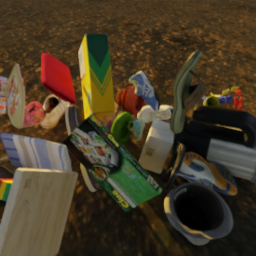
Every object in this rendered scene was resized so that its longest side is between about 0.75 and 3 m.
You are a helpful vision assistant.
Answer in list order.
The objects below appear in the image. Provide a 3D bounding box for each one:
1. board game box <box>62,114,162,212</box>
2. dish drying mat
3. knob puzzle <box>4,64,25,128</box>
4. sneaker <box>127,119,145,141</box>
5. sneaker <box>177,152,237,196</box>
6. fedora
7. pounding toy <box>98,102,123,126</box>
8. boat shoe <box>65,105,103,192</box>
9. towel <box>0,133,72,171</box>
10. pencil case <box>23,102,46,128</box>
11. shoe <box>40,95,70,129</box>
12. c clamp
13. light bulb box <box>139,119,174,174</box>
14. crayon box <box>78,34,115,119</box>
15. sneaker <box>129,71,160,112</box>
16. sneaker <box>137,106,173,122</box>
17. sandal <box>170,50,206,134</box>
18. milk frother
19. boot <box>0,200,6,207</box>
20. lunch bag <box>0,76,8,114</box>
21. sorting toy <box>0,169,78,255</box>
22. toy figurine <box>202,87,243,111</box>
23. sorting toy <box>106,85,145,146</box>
[{"bbox_3d":[-0.461,0.964,7.236,2.585,1.354,0.303,48,35,-5],"label":"board game box"},{"bbox_3d":[-2.226,-1.610,8.717,1.086,0.257,2.827,34,17,-31],"label":"dish drying mat"},{"bbox_3d":[-3.240,-0.772,8.268,0.257,1.850,1.850,-4,31,-38],"label":"knob puzzle"},{"bbox_3d":[0.196,0.092,9.896,0.611,0.935,0.372,-7,38,-28],"label":"sneaker"},{"bbox_3d":[2.205,1.413,8.084,1.908,0.841,0.718,33,44,-5],"label":"sneaker"},{"bbox_3d":[1.716,2.279,7.130,1.625,0.829,1.837,-6,34,-9],"label":"fedora"},{"bbox_3d":[-0.858,-0.487,10.457,1.525,0.698,1.340,-12,50,36],"label":"pounding toy"},{"bbox_3d":[-1.083,0.513,8.211,0.831,2.649,0.962,-17,2,10],"label":"boat shoe"},{"bbox_3d":[-2.410,0.815,7.456,1.890,1.388,0.225,10,42,12],"label":"towel"},{"bbox_3d":[-3.260,-0.399,9.030,0.728,0.696,1.682,-32,16,-35],"label":"pencil case"},{"bbox_3d":[-3.038,-0.941,11.755,0.885,0.676,2.531,2,36,3],"label":"shoe"},{"bbox_3d":[-3.205,0.988,8.636,2.338,0.371,2.737,34,32,22],"label":"c clamp"},{"bbox_3d":[0.921,0.557,8.945,0.772,1.226,1.237,19,28,2],"label":"light bulb box"},{"bbox_3d":[-1.004,-1.282,8.743,0.696,2.742,1.741,-5,-2,-17],"label":"crayon box"},{"bbox_3d":[0.531,-1.090,8.828,0.549,0.539,1.424,-24,74,-16],"label":"sneaker"},{"bbox_3d":[1.162,-0.594,10.896,1.678,0.628,0.836,-13,10,-25],"label":"sneaker"},{"bbox_3d":[1.678,-0.880,7.486,0.748,2.622,1.041,22,49,21],"label":"sandal"},{"bbox_3d":[2.497,0.931,8.244,2.532,2.429,2.692,13,69,19],"label":"milk frother"},{"bbox_3d":[-3.787,0.915,7.250,2.452,2.009,0.907,4,-5,8],"label":"boot"},{"bbox_3d":[-4.436,-1.161,9.166,0.633,1.347,1.014,17,8,14],"label":"lunch bag"},{"bbox_3d":[-2.077,1.823,5.958,0.688,1.978,1.966,11,-6,22],"label":"sorting toy"},{"bbox_3d":[3.661,-0.949,11.904,2.231,1.177,1.336,-21,12,-31],"label":"toy figurine"},{"bbox_3d":[-0.236,-0.471,10.192,0.991,1.451,2.415,16,64,26],"label":"sorting toy"}]
